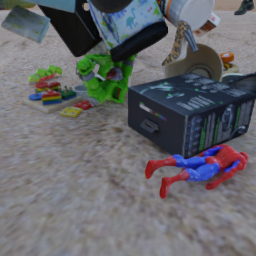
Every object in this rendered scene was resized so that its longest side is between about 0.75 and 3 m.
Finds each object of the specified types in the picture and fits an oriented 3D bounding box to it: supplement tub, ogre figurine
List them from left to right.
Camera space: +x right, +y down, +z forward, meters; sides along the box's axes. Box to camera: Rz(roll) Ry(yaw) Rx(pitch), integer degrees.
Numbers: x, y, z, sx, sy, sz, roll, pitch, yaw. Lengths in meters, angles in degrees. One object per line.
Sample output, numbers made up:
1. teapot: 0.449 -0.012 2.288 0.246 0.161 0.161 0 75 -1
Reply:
1. ogre figurine: -0.578 -1.545 8.494 1.204 1.472 2.455 9 26 13
2. supplement tub: 1.256 -3.523 7.485 1.184 1.184 1.932 -16 53 -29

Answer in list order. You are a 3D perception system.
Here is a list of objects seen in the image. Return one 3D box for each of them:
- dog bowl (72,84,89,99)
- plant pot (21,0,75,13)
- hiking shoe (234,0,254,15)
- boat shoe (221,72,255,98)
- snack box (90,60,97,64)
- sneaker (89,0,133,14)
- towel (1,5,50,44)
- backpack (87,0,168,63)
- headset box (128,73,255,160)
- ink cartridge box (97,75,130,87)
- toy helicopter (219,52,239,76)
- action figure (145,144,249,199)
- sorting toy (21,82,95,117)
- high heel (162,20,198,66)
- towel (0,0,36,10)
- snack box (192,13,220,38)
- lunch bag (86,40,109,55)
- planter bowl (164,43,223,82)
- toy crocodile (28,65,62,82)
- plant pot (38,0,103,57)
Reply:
1. dog bowl: -1.438 -1.214 9.277 0.863 0.253 0.863 0 28 0
2. plant pot: -1.870 -2.834 4.287 2.284 1.538 2.284 12 19 -4
3. hiking shoe: 3.905 -4.122 9.511 0.847 0.426 0.321 -32 30 -18
4. boat shoe: 4.112 -1.343 8.832 2.393 0.894 0.793 7 29 16
5. snack box: -1.359 -3.158 13.183 0.898 0.167 0.522 -4 27 -8
6. sneaker: -0.059 -1.442 1.839 0.480 1.303 0.565 0 21 -21
7. towel: -1.909 -1.971 5.317 0.715 0.201 0.835 18 43 -16
8. backpack: -0.131 -3.151 7.293 1.808 2.217 1.704 -29 -2 -10
9. headset box: 1.372 -0.402 6.732 2.359 1.094 2.054 -18 33 -31
10. ink cartridge box: -0.529 -1.641 9.918 0.742 0.430 1.005 -23 37 -37
11. toy helicopter: 2.816 -1.954 10.346 2.411 0.951 1.595 -3 34 18
12. action figure: 1.416 0.722 5.152 2.288 0.591 0.749 -9 33 -28
13. sorting toy: -2.308 -0.997 8.613 2.736 0.463 1.319 20 33 33
14. high heel: 1.190 -2.131 7.165 0.427 0.853 1.196 -22 0 -41
15. towel: -2.624 -2.885 5.507 1.500 1.077 0.171 -18 29 -25
16. snack box: 1.532 -4.042 9.020 2.907 0.353 1.045 31 -11 -14
17. lunch bag: -0.949 -4.406 14.165 2.498 1.468 2.048 -15 26 -20
18. planter bowl: 2.130 -1.620 8.807 1.726 1.726 1.162 13 1 24
19. toy crocodile: -3.174 -2.051 10.763 0.494 0.452 1.464 -31 3 42
20. plant pot: -1.134 -4.066 8.799 2.767 2.773 2.460 -39 26 -7
